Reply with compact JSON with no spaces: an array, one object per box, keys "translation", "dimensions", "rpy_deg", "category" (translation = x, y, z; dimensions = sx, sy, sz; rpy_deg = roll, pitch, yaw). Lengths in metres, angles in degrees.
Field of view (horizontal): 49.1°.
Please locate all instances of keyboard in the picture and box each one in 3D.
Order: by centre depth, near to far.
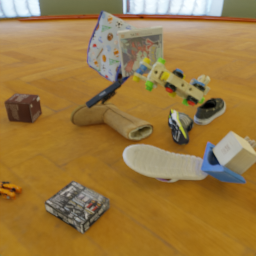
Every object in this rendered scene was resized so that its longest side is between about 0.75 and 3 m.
[{"translation":[-0.673,-0.873,8.008],"dimensions":[1.152,0.228,0.599],"rpy_deg":[-35,31,3],"category":"keyboard"}]

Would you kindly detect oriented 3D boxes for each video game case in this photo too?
[{"translation":[0.507,-2.858,10.620],"dimensions":[1.647,1.807,0.208],"rpy_deg":[-7,40,-1],"category":"video game case"}]

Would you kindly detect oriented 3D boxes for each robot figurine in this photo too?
[{"translation":[-3.884,1.997,8.928],"dimensions":[0.870,0.253,0.631],"rpy_deg":[10,31,16],"category":"robot figurine"}]

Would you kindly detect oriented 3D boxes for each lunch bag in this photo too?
[{"translation":[-0.549,-3.256,11.810],"dimensions":[2.053,2.415,1.496],"rpy_deg":[37,22,26],"category":"lunch bag"}]

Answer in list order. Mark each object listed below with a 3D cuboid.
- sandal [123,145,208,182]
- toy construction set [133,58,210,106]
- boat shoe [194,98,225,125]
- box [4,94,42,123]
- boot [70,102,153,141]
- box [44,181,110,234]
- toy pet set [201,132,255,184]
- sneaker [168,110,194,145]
[{"translation":[1.253,1.390,9.631],"dimensions":[2.998,0.737,1.220],"rpy_deg":[12,45,-4],"category":"sandal"},{"translation":[1.612,-1.467,9.461],"dimensions":[2.744,1.264,1.799],"rpy_deg":[13,4,-14],"category":"toy construction set"},{"translation":[4.092,-1.005,13.708],"dimensions":[0.953,0.786,2.778],"rpy_deg":[19,35,30],"category":"boat shoe"},{"translation":[-4.981,-0.949,13.351],"dimensions":[1.264,1.038,1.049],"rpy_deg":[5,30,8],"category":"box"},{"translation":[-0.768,-0.255,12.241],"dimensions":[2.547,0.962,2.909],"rpy_deg":[-21,36,-32],"category":"boot"},{"translation":[-1.500,2.279,8.289],"dimensions":[1.522,0.379,1.200],"rpy_deg":[18,34,29],"category":"box"},{"translation":[3.916,1.538,9.174],"dimensions":[2.689,1.529,2.880],"rpy_deg":[28,25,-22],"category":"toy pet set"},{"translation":[2.372,-0.093,12.042],"dimensions":[1.000,0.913,2.471],"rpy_deg":[2,31,-2],"category":"sneaker"}]
